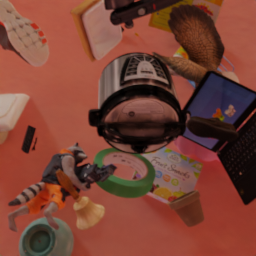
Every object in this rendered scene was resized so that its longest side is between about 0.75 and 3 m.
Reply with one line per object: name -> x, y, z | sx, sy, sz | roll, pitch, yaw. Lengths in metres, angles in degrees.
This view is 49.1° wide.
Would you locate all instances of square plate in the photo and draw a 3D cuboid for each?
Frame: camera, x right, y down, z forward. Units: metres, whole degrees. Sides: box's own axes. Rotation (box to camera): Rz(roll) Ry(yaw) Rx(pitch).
square plate -> -5.199, -0.605, 10.074 | 2.696, 0.383, 2.671 | -4, 32, -3

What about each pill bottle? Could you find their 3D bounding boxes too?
pill bottle -> 2.403, -3.180, 11.895 | 0.614, 0.614, 1.105 | 32, 69, 14

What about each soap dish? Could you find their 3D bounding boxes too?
soap dish -> -1.022, -3.412, 9.362 | 0.797, 1.963, 1.544 | 33, 68, 25

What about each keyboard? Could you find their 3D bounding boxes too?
keyboard -> -2.996, 0.388, 8.566 | 0.542, 0.088, 0.853 | 21, 98, 23

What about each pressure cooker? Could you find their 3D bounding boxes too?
pressure cooker -> 0.321, -0.539, 7.801 | 2.321, 2.357, 2.639 | -32, 38, 25

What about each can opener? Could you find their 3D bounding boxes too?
can opener -> 0.581, -3.471, 7.838 | 2.459, 0.967, 0.779 | -17, 48, -5

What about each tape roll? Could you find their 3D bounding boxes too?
tape roll -> -0.131, 1.247, 8.104 | 1.833, 0.440, 1.833 | 13, 26, -6

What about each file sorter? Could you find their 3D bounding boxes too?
file sorter -> 3.328, -2.162, 11.280 | 1.453, 0.891, 1.008 | -31, 68, -13

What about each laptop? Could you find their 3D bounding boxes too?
laptop -> 2.655, 0.319, 7.382 | 1.428, 2.451, 2.765 | -1, 50, -24

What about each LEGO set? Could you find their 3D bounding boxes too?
LEGO set -> 2.408, -0.149, 7.401 | 1.017, 0.417, 0.388 | -55, 40, 9

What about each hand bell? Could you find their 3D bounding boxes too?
hand bell -> -1.055, 1.346, 5.618 | 0.661, 0.661, 1.270 | -34, 111, -14

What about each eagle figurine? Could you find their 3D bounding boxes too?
eagle figurine -> 2.009, -1.942, 8.527 | 2.120, 2.810, 2.132 | -29, 53, 6

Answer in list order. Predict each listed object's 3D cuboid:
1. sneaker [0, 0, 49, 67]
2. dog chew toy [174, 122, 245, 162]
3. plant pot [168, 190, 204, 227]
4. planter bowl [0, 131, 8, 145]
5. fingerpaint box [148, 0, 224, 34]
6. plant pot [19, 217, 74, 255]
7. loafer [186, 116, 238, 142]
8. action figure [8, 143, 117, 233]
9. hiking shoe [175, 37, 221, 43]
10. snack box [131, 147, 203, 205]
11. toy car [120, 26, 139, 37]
sneaker -> -3.336, -2.690, 8.357 | 1.049, 1.115, 2.722 | -30, 74, -37
dog chew toy -> 2.928, 0.457, 9.758 | 2.645, 1.647, 1.647 | 1, 65, 8
plant pot -> 1.418, 1.912, 6.527 | 0.775, 0.775, 0.675 | -23, 78, -10
planter bowl -> -5.111, 0.115, 9.849 | 1.378, 0.927, 1.378 | 1, 102, 6
fingerpaint box -> 1.902, -3.879, 9.045 | 2.060, 1.718, 0.755 | 20, 28, 10
plant pot -> -2.571, 3.492, 8.502 | 1.662, 1.113, 1.662 | 1, 63, -1
loafer -> 1.813, -0.023, 6.137 | 1.192, 0.435, 0.425 | 17, 47, -13
action figure -> -1.616, 1.265, 6.937 | 1.346, 2.574, 2.490 | 48, 37, -19
hiking shoe -> 3.093, -4.206, 12.295 | 1.987, 0.752, 1.000 | 11, 69, 6
snack box -> 1.306, 1.630, 9.629 | 2.012, 0.681, 1.697 | 25, 69, 10
toy car -> -0.102, -4.204, 12.633 | 1.094, 0.537, 0.364 | 22, 22, -8
